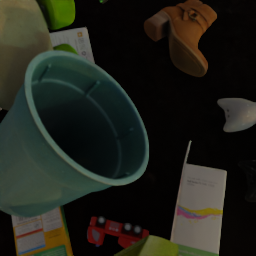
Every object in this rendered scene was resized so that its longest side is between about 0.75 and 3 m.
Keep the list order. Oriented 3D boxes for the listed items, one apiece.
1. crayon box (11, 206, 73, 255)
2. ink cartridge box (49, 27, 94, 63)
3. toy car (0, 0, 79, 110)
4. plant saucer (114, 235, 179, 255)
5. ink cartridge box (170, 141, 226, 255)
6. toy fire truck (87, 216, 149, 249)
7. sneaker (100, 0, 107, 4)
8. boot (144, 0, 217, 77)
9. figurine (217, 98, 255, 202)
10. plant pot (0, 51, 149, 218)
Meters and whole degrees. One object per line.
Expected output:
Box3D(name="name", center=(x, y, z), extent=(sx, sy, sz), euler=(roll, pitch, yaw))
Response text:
Box3D(name="crayon box", center=(-1.870, 2.555, 6.183), extent=(1.079, 0.443, 1.717), euler=(-16, 66, -7))
Box3D(name="ink cartridge box", center=(-2.407, -1.888, 7.916), extent=(2.827, 0.524, 1.339), euler=(-13, 94, -8))
Box3D(name="toy car", center=(-2.450, -1.610, 4.869), extent=(2.567, 2.025, 2.108), euler=(33, 50, 32))
Box3D(name="plant saucer", center=(-0.200, 2.092, 3.802), extent=(1.774, 1.776, 0.425), euler=(-33, 78, 6))
Box3D(name="ink cartridge box", center=(1.454, 1.755, 5.932), extent=(0.873, 1.518, 2.593), euler=(10, 66, 11))
Box3D(name="toy fire truck", center=(-0.086, 2.756, 6.088), extent=(1.829, 0.446, 1.290), euler=(12, 66, 6))
Box3D(name="sneaker", center=(-0.432, -2.737, 4.664), extent=(0.803, 0.877, 2.058), euler=(-37, 37, 11))
Box3D(name="boot", center=(1.980, -2.870, 8.438), extent=(1.988, 0.947, 2.570), euler=(-33, 72, -19))
Box3D(name="figurine", center=(3.853, 0.227, 6.921), extent=(2.823, 1.246, 2.894), euler=(-11, 65, 0))
Box3D(name="plant pot", center=(-1.072, 0.294, 4.163), extent=(1.967, 2.008, 2.008), euler=(-37, 63, 31))
